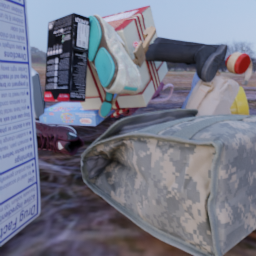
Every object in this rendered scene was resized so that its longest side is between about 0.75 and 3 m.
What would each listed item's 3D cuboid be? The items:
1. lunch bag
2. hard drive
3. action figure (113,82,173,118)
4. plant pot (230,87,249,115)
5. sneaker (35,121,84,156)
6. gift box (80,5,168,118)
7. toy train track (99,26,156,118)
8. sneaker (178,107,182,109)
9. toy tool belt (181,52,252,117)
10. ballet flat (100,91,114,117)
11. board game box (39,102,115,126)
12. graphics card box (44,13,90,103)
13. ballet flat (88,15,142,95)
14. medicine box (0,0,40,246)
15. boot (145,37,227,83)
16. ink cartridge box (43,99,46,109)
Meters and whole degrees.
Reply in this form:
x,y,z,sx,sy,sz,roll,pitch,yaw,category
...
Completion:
x,y,z,sx,sy,sz,roll,pitch,yaw,category
0.638,0.415,3.548,1.776,1.273,2.165,-8,9,-40,lunch bag
-2.425,-1.184,5.503,1.951,1.287,0.256,41,61,13,hard drive
0.397,-1.030,11.383,1.825,1.642,2.452,32,56,27,action figure
3.997,-0.886,11.045,1.165,1.238,1.238,-14,7,15,plant pot
-1.692,0.242,5.855,1.729,0.654,0.999,-1,16,-39,sneaker
-0.471,-2.173,9.516,2.992,2.794,2.761,1,37,33,gift box
-0.119,-1.472,7.234,0.425,2.614,1.499,30,2,7,toy train track
2.629,-0.595,11.397,1.277,0.485,0.579,10,3,15,sneaker
2.320,-1.142,8.204,1.536,2.460,1.512,9,19,-41,toy tool belt
-0.461,-0.640,6.613,0.267,0.787,0.284,17,23,9,ballet flat
-1.779,-0.708,10.917,2.132,0.516,2.819,3,16,14,board game box
-1.621,-1.733,7.283,0.545,2.141,1.343,-1,5,-42,graphics card box
-0.421,-1.742,6.778,0.911,0.986,2.923,10,42,-31,ballet flat
-1.977,-0.053,2.088,1.372,2.666,2.429,3,11,16,medicine box
1.450,-1.977,7.848,2.157,0.708,1.778,18,38,25,boot
-5.119,-0.891,10.180,2.967,0.697,2.932,14,18,23,ink cartridge box
